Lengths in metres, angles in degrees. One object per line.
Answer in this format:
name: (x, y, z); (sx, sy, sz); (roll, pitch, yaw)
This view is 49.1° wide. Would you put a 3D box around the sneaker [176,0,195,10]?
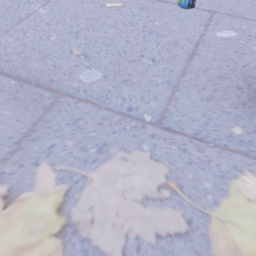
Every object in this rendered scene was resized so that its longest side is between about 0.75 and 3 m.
sneaker: (1.587, -3.665, 6.951); (0.582, 1.404, 0.498); (1, 16, -40)
